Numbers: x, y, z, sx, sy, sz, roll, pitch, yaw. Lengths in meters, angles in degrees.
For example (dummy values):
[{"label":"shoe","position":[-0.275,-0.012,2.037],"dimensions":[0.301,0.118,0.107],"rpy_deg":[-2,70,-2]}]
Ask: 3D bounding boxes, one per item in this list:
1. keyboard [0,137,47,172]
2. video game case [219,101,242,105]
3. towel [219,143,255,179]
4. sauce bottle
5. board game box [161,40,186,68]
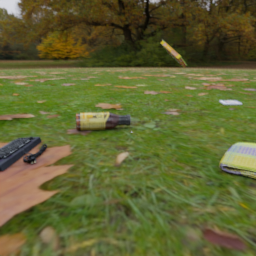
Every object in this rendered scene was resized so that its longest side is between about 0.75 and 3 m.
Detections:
[{"label":"keyboard","position":[-3.013,0.646,7.753],"dimensions":[1.473,0.239,2.318],"rpy_deg":[2,16,6]},{"label":"video game case","position":[5.592,-1.379,15.328],"dimensions":[0.958,0.110,0.873],"rpy_deg":[0,16,1]},{"label":"towel","position":[3.293,0.809,7.131],"dimensions":[1.563,0.248,2.176],"rpy_deg":[8,16,28]},{"label":"sauce bottle","position":[-0.913,-0.255,10.262],"dimensions":[1.990,0.657,0.657],"rpy_deg":[-3,16,-11]},{"label":"board game box","position":[1.918,-3.216,12.068],"dimensions":[0.707,0.222,1.480],"rpy_deg":[36,19,-51]}]
